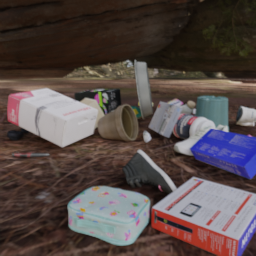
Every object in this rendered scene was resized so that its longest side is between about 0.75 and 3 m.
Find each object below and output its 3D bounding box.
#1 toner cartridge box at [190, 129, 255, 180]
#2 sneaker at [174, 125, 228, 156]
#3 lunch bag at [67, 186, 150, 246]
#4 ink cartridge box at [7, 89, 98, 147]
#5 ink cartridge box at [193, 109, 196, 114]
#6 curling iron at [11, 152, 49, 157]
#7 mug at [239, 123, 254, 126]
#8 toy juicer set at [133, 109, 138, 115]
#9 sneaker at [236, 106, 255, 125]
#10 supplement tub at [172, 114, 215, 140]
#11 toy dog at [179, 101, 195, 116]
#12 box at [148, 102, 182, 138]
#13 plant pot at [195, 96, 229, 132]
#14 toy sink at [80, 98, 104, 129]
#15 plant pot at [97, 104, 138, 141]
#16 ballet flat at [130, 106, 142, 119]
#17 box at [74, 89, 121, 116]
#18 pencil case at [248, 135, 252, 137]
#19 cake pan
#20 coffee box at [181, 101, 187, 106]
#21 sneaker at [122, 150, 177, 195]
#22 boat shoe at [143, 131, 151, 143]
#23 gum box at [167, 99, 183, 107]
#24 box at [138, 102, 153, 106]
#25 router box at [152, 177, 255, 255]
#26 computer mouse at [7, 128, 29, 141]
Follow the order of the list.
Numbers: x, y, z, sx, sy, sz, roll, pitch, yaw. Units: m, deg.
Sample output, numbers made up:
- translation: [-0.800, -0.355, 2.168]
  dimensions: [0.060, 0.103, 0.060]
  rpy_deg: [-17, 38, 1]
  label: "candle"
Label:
- translation: [2.812, 0.644, 7.883]
  dimensions: [1.028, 0.467, 2.163]
  rpy_deg: [-40, 22, -14]
  label: "toner cartridge box"
- translation: [2.477, 0.379, 9.448]
  dimensions: [2.235, 0.896, 0.786]
  rpy_deg: [-9, 18, -27]
  label: "sneaker"
- translation: [-0.381, 1.591, 5.193]
  dimensions: [1.405, 0.542, 1.127]
  rpy_deg: [6, 17, 23]
  label: "lunch bag"
- translation: [-2.721, -0.458, 10.206]
  dimensions: [2.610, 1.080, 1.912]
  rpy_deg: [23, 24, 22]
  label: "ink cartridge box"
- translation: [3.895, -0.944, 15.431]
  dimensions: [1.401, 0.303, 1.376]
  rpy_deg: [-13, 1, 17]
  label: "ink cartridge box"
- translation: [-3.150, 0.852, 9.021]
  dimensions: [1.186, 0.152, 0.294]
  rpy_deg: [-1, 13, -2]
  label: "curling iron"
- translation: [5.461, -0.352, 13.068]
  dimensions: [0.750, 0.632, 0.856]
  rpy_deg: [3, 32, 28]
  label: "mug"
- translation: [-0.203, -0.439, 13.921]
  dimensions: [1.418, 0.386, 0.902]
  rpy_deg: [-21, 15, 22]
  label: "toy juicer set"
- translation: [5.055, -0.457, 11.813]
  dimensions: [0.915, 0.783, 2.102]
  rpy_deg: [10, 7, 18]
  label: "sneaker"
- translation: [2.455, 0.029, 10.594]
  dimensions: [0.989, 0.989, 1.410]
  rpy_deg: [-9, 16, -33]
  label: "supplement tub"
- translation: [2.337, -0.653, 12.084]
  dimensions: [1.455, 0.960, 0.701]
  rpy_deg: [-21, 49, -15]
  label: "toy dog"
- translation: [1.446, -0.368, 11.207]
  dimensions: [0.327, 1.239, 1.589]
  rpy_deg: [23, 4, -20]
  label: "box"
- translation: [3.397, -0.466, 11.455]
  dimensions: [1.595, 1.562, 1.595]
  rpy_deg: [1, 13, 0]
  label: "plant pot"
- translation: [-1.665, -0.479, 12.668]
  dimensions: [0.830, 1.482, 0.966]
  rpy_deg: [-41, 32, -23]
  label: "toy sink"
- translation: [-0.453, -0.107, 10.854]
  dimensions: [1.227, 1.414, 1.414]
  rpy_deg: [-11, 8, 27]
  label: "plant pot"
- translation: [0.138, -0.866, 15.243]
  dimensions: [1.920, 0.664, 0.683]
  rpy_deg: [9, -3, 33]
  label: "ballet flat"
- translation: [-1.491, -1.153, 14.138]
  dimensions: [1.999, 1.485, 1.243]
  rpy_deg: [2, 14, 25]
  label: "box"
- translation: [4.272, 0.745, 7.797]
  dimensions: [2.063, 0.854, 0.892]
  rpy_deg: [9, -1, 36]
  label: "pencil case"
- translation: [0.773, -1.853, 13.480]
  dimensions: [0.523, 2.852, 2.852]
  rpy_deg: [-7, 13, 7]
  label: "cake pan"
- translation: [2.620, -0.824, 13.677]
  dimensions: [0.862, 0.487, 0.344]
  rpy_deg: [-40, -8, 2]
  label: "coffee box"
- translation: [0.484, 1.284, 6.633]
  dimensions: [0.806, 0.575, 1.626]
  rpy_deg: [-40, 52, -10]
  label: "sneaker"
- translation: [0.673, 0.331, 10.695]
  dimensions: [0.285, 0.259, 0.775]
  rpy_deg: [-39, 11, 7]
  label: "boat shoe"
- translation: [2.172, -0.976, 14.429]
  dimensions: [1.250, 0.413, 0.709]
  rpy_deg: [-26, 35, -13]
  label: "gum box"
- translation: [1.159, -1.585, 18.759]
  dimensions: [0.976, 0.245, 0.367]
  rpy_deg: [7, 15, 29]
  label: "box"
- translation: [1.570, 1.604, 5.357]
  dimensions: [1.578, 0.429, 1.758]
  rpy_deg: [11, 17, 38]
  label: "router box"
- translation: [-4.412, 0.252, 11.350]
  dimensions: [0.527, 0.306, 1.799]
  rpy_deg: [10, 7, -1]
  label: "computer mouse"
